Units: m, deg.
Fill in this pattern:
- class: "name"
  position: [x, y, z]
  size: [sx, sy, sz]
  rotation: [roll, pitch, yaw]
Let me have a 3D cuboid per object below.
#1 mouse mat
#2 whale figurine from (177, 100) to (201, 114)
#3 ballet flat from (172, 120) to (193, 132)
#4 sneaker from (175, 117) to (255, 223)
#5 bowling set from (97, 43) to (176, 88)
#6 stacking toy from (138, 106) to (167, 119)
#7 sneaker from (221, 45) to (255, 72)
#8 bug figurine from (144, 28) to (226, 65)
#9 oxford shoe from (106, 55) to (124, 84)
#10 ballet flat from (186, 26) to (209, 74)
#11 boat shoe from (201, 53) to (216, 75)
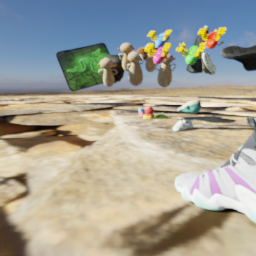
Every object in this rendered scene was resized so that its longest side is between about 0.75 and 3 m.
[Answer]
- class: "mouse mat"
  position: [-1.869, -2.916, 13.192]
  size: [2.576, 2.073, 0.097]
  rotation: [-20, -10, -24]
- class: "whale figurine"
  position: [3.512, -1.079, 15.979]
  size: [1.372, 0.712, 1.092]
  rotation: [-22, -11, 29]
- class: "ballet flat"
  position: [1.932, -0.106, 9.957]
  size: [0.390, 0.390, 1.087]
  rotation: [8, 12, 42]
- class: "sneaker"
  position: [1.326, 0.443, 3.398]
  size: [1.681, 1.176, 0.653]
  rotation: [8, 11, 43]
- class: "bowling set"
  position: [0.276, -2.363, 9.337]
  size: [2.493, 1.735, 1.338]
  rotation: [-1, -35, 3]
- class: "stacking toy"
  position: [1.196, -0.812, 13.883]
  size: [1.272, 0.593, 1.405]
  rotation: [-3, 9, -18]
- class: "sneaker"
  position: [3.590, -2.026, 8.438]
  size: [1.656, 0.864, 0.497]
  rotation: [-5, 51, 3]
- class: "bug figurine"
  position: [1.396, -2.132, 7.314]
  size: [2.094, 0.539, 1.624]
  rotation: [10, 44, 29]
- class: "oxford shoe"
  position: [-0.457, -2.434, 11.718]
  size: [1.004, 1.167, 2.764]
  rotation: [4, 6, -3]
- class: "ballet flat"
  position: [2.232, -2.395, 8.659]
  size: [0.514, 1.810, 0.602]
  rotation: [18, -21, 9]
- class: "boat shoe"
  position: [3.052, -2.491, 10.994]
  size: [0.429, 0.513, 1.435]
  rotation: [9, -12, 36]
